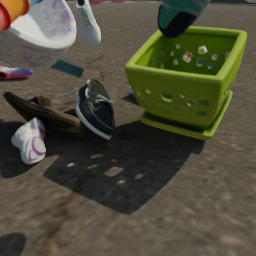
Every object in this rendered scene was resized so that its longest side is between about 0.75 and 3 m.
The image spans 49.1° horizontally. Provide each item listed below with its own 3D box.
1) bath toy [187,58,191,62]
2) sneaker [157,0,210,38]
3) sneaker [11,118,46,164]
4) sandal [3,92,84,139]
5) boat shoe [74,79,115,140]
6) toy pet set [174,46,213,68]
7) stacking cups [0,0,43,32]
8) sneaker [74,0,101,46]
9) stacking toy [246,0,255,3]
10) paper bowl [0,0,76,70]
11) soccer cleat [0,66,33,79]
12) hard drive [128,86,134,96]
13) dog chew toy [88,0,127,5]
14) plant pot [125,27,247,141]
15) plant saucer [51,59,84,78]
[{"bbox_3d":[2.884,-3.097,13.098,0.336,0.285,0.772,-33,27,11],"label":"bath toy"},{"bbox_3d":[1.359,-2.601,4.976,0.824,2.213,0.969,41,29,24],"label":"sneaker"},{"bbox_3d":[-2.389,0.392,6.654,0.779,0.586,1.564,-25,33,3],"label":"sneaker"},{"bbox_3d":[-2.164,-0.458,7.399,2.521,1.030,0.688,16,59,22],"label":"sandal"},{"bbox_3d":[-0.866,-0.652,7.703,1.040,0.830,2.751,33,12,-34],"label":"boat shoe"},{"bbox_3d":[2.837,-2.756,12.237,1.692,0.962,1.812,-26,13,29],"label":"toy pet set"},{"bbox_3d":[-1.791,-2.352,4.769,0.778,0.778,2.573,8,51,15],"label":"stacking cups"},{"bbox_3d":[-0.581,-1.485,3.765,0.284,0.755,0.334,-20,-2,-4],"label":"sneaker"},{"bbox_3d":[2.146,-2.127,3.454,1.546,1.130,1.130,-28,3,46],"label":"stacking toy"},{"bbox_3d":[-2.682,-2.545,6.578,1.392,2.677,2.677,-34,10,34],"label":"paper bowl"},{"bbox_3d":[-4.631,-2.194,11.352,1.488,0.496,0.569,3,51,1],"label":"soccer cleat"},{"bbox_3d":[1.580,-1.132,9.446,1.772,0.341,2.686,-26,38,-38],"label":"hard drive"},{"bbox_3d":[-0.460,-4.482,8.295,2.646,1.648,1.648,7,29,5],"label":"dog chew toy"},{"bbox_3d":[1.532,-1.119,7.253,2.316,2.112,2.328,16,48,27],"label":"plant pot"},{"bbox_3d":[-1.686,-1.688,7.935,0.937,0.328,0.089,14,20,-39],"label":"plant saucer"}]
